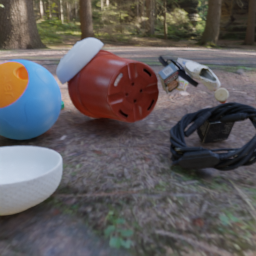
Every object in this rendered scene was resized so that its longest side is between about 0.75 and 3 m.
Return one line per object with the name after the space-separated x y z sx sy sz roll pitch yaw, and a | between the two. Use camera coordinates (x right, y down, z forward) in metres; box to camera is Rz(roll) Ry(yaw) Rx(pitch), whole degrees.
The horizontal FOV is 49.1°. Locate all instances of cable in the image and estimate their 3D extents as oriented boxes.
2.624 0.186 8.091 2.951 0.750 2.408 -14 34 30 | cable

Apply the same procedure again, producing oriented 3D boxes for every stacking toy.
3.058 -0.982 9.148 0.431 0.431 1.011 8 -3 21 | stacking toy

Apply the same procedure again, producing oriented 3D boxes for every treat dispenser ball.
-3.750 -0.966 9.830 2.764 2.764 2.764 0 20 0 | treat dispenser ball

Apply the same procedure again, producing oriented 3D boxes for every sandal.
1.837 -2.094 10.111 1.779 0.381 0.676 30 13 -16 | sandal

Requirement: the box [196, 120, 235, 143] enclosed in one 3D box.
3.005 -0.053 9.647 0.987 0.971 0.612 -7 45 -12 | box

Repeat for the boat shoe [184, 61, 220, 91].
2.590 -1.961 9.824 0.571 0.559 1.614 -41 58 -6 | boat shoe

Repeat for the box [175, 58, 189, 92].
2.258 -2.207 11.800 0.610 1.203 0.677 18 2 19 | box

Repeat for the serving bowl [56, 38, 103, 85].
-2.165 -2.901 11.649 2.418 0.795 2.418 -40 20 17 | serving bowl

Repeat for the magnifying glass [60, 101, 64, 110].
-3.993 -0.852 12.995 1.111 0.313 2.792 9 24 20 | magnifying glass

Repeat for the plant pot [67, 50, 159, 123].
-0.491 -1.531 10.883 2.927 2.927 2.847 -12 19 -29 | plant pot

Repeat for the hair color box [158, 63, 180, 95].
1.428 -1.668 9.652 0.579 1.170 0.355 -35 68 1 | hair color box

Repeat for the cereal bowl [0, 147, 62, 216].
-2.705 1.222 6.285 2.453 1.022 2.453 2 12 0 | cereal bowl
